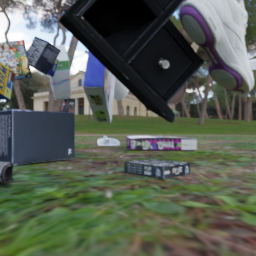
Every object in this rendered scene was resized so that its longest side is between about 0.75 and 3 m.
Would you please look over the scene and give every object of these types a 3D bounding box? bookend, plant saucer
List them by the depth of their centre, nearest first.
[{"bbox_3d":[0.646,-2.123,5.563,2.829,2.811,1.303,43,0,-24],"label":"bookend"},{"bbox_3d":[1.831,-1.637,11.641,1.515,1.515,0.261,0,-8,42],"label":"plant saucer"}]

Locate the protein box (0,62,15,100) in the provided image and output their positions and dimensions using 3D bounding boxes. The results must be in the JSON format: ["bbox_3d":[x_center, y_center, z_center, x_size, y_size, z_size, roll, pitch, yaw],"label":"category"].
[{"bbox_3d":[-3.729,-1.243,7.025,1.156,0.780,1.147,-2,-19,14],"label":"protein box"}]

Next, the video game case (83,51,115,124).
[{"bbox_3d":[-0.840,-1.851,9.122,0.612,2.694,2.442,2,-23,2],"label":"video game case"}]

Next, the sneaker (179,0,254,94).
[{"bbox_3d":[2.073,-1.717,5.578,2.571,1.281,0.963,47,-11,-37],"label":"sneaker"}]

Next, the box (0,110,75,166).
[{"bbox_3d":[-2.928,0.230,7.713,2.430,1.301,1.804,0,-1,40],"label":"box"}]

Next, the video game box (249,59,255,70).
[{"bbox_3d":[3.553,-1.851,8.237,1.253,0.293,1.141,-9,15,-8],"label":"video game box"}]

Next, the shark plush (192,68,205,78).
[{"bbox_3d":[2.800,-2.506,11.183,0.436,1.047,0.476,-3,11,35],"label":"shark plush"}]

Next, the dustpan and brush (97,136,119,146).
[{"bbox_3d":[-1.187,0.693,15.441,1.177,0.482,1.686,0,0,-14],"label":"dustpan and brush"}]

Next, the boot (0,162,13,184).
[{"bbox_3d":[-2.204,0.617,3.872,1.020,0.541,1.550,5,3,-7],"label":"boot"}]

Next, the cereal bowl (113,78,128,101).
[{"bbox_3d":[-0.568,-2.356,12.043,0.950,2.281,2.281,-27,-3,5],"label":"cereal bowl"}]

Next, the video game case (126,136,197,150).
[{"bbox_3d":[1.318,0.644,12.429,2.669,0.527,2.944,0,0,-4],"label":"video game case"}]

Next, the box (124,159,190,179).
[{"bbox_3d":[0.539,0.756,5.306,0.797,0.217,0.995,0,-1,-44],"label":"box"}]

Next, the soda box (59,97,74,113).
[{"bbox_3d":[-2.283,-0.675,10.213,0.275,0.867,0.307,12,-12,46],"label":"soda box"}]

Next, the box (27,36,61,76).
[{"bbox_3d":[-2.792,-2.301,8.947,0.942,0.934,0.580,32,1,40],"label":"box"}]

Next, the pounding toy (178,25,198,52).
[{"bbox_3d":[1.212,-1.939,7.153,1.013,1.945,2.214,33,-1,-19],"label":"pounding toy"}]

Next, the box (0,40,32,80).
[{"bbox_3d":[-3.336,-1.978,8.185,0.810,1.187,0.224,-13,-15,-15],"label":"box"}]

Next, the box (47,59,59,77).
[{"bbox_3d":[-3.023,-2.378,10.064,1.168,0.708,0.189,30,22,9],"label":"box"}]

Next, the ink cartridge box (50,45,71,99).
[{"bbox_3d":[-2.955,-2.386,12.037,0.818,1.870,1.359,-10,45,-15],"label":"ink cartridge box"}]
